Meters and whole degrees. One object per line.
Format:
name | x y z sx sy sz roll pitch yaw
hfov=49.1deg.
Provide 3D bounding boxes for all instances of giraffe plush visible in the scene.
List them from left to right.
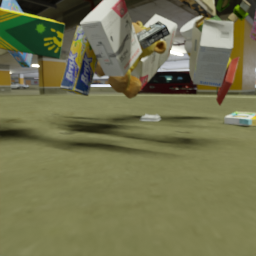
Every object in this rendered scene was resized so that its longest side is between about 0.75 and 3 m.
giraffe plush | 0.058 -2.609 9.816 2.415 2.270 2.799 45 12 1

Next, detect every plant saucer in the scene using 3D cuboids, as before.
plant saucer | 2.590 -1.231 7.385 0.181 0.982 0.984 20 -29 9

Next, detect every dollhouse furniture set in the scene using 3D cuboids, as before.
dollhouse furniture set | 3.216 -3.802 9.527 1.614 1.057 0.810 -40 -12 -7

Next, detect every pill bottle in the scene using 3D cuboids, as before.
pill bottle | 3.458 -3.419 12.479 1.545 2.776 1.545 -30 26 16

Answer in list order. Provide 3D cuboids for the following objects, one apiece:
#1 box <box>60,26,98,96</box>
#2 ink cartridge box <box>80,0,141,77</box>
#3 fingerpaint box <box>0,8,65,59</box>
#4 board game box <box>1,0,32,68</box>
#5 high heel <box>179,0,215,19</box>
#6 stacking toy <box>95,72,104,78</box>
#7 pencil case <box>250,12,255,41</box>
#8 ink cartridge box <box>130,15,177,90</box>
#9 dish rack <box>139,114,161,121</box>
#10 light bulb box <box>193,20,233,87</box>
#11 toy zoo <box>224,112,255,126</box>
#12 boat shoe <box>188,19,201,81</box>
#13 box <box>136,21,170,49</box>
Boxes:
box | -1.109 -1.617 6.816 0.559 1.595 0.513 14 -1 38
ink cartridge box | -0.338 -2.134 6.711 0.615 1.486 1.089 8 52 33
fingerpaint box | -3.198 -2.801 8.047 2.255 0.992 2.703 5 20 -24
board game box | -4.219 -3.578 10.709 0.399 1.648 2.179 3 -18 5
high heel | 0.866 -2.974 6.017 0.770 2.156 1.537 -42 6 -22
stacking toy | -1.665 -3.123 12.766 1.772 0.757 0.757 45 20 9
pencil case | 3.358 -2.653 7.035 0.432 0.432 0.987 2 -26 13
ink cartridge box | 0.861 -3.271 12.278 1.144 2.713 1.964 32 -26 15
dish rack | 1.037 -0.473 12.919 0.883 0.224 1.029 3 10 15
light bulb box | 2.129 -1.870 7.062 0.740 1.185 1.175 10 53 11
toy zoo | 5.300 -0.362 11.857 1.965 0.306 2.995 5 10 29
boat shoe | 3.029 -3.096 11.332 0.860 2.510 0.904 -8 20 -15
box | 0.680 -2.715 8.149 0.849 0.268 1.077 -27 28 8
